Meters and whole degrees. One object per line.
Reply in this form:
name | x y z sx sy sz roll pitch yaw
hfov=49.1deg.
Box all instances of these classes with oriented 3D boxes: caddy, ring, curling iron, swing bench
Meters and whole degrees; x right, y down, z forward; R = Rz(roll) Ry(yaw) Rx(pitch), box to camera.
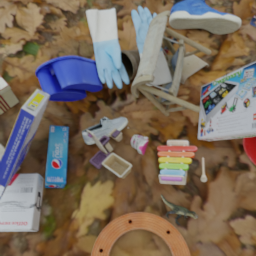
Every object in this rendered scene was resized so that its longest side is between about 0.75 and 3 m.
caddy | -1.804 -1.593 8.705 1.538 2.175 1.142 -20 83 28
ring | 0.319 3.451 7.127 2.572 0.247 2.572 1 54 -1
curling iron | 1.343 -2.832 10.257 0.248 0.480 1.937 38 67 11
swing bench | 1.165 -1.804 8.454 2.204 1.430 2.192 27 71 -33

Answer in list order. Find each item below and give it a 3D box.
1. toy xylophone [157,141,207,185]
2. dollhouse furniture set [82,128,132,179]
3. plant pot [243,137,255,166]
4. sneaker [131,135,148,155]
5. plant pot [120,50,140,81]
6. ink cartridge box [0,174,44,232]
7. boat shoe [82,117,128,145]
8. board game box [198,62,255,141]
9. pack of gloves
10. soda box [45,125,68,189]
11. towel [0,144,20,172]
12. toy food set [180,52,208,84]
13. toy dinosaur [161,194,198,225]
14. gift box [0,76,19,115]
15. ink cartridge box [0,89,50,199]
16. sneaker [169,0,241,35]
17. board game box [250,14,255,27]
toy xylophone | 1.482 0.982 7.830 1.341 0.460 1.831 -4 28 9
dollhouse furniture set | -0.451 0.476 7.615 1.263 1.131 1.594 -45 41 -17
plant pot | 4.556 0.296 8.103 1.583 1.789 1.789 -34 68 -27
sneaker | 0.302 0.476 8.310 0.495 1.122 0.457 17 97 0
plant pot | 0.146 -2.287 9.744 0.913 1.052 1.052 -32 67 -32
ink cartridge box | -3.021 2.081 7.745 1.096 0.629 1.509 -1 65 0
boat shoe | -0.731 -0.024 8.724 1.507 0.537 0.526 -28 27 -10
board game box | 2.831 -0.593 7.646 0.480 2.776 1.752 8 83 -15
pack of gloves | 0.070 -2.621 8.767 2.318 0.545 2.760 -10 83 -10
soda box | -2.105 0.852 8.272 0.566 0.598 1.763 6 64 -16
towel | -4.196 1.004 8.475 1.131 0.294 1.707 -41 71 -16
toy food set | 2.107 -2.142 9.999 1.254 0.379 0.900 -35 60 -19
toy dinosaur | 1.341 2.361 7.825 1.169 0.277 0.515 23 72 23
gift box | -4.430 -1.078 8.968 1.187 1.201 1.286 39 69 18
ink cartridge box | -2.795 0.324 7.234 0.524 2.230 2.204 25 109 -11
sneaker | 2.981 -4.506 10.729 2.657 1.020 1.478 7 73 11
board game box | 6.079 -4.077 10.884 2.155 0.373 1.460 37 70 16
